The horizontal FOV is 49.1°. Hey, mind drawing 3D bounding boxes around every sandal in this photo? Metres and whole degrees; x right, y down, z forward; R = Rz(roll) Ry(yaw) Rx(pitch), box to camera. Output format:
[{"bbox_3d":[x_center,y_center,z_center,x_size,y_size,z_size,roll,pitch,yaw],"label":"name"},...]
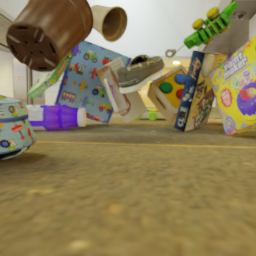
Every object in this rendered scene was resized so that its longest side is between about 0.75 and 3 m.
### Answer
[{"bbox_3d":[-0.454,-0.973,8.292,0.259,1.053,0.428,-21,20,-9],"label":"sandal"}]

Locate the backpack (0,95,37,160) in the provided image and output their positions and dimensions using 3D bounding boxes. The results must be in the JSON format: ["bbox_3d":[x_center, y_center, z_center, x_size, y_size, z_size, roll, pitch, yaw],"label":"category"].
[{"bbox_3d":[-2.190,-0.131,3.747,1.789,1.203,1.633,1,5,-5],"label":"backpack"}]

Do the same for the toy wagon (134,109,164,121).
[{"bbox_3d":[1.368,-0.619,12.850,2.324,0.460,1.803,3,6,31],"label":"toy wagon"}]

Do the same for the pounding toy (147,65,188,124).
[{"bbox_3d":[2.086,-1.115,9.276,2.170,1.907,0.993,-32,-18,-14],"label":"pounding toy"}]

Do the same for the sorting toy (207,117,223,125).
[{"bbox_3d":[3.368,-0.232,10.099,1.013,0.202,1.371,-3,7,24],"label":"sorting toy"}]

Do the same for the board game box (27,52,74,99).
[{"bbox_3d":[-2.418,-1.620,8.646,0.250,1.153,1.714,38,-34,-28],"label":"board game box"}]

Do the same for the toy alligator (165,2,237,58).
[{"bbox_3d":[1.696,-2.135,6.478,1.930,0.572,0.524,-34,34,22],"label":"toy alligator"}]

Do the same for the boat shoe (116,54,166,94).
[{"bbox_3d":[0.435,-1.816,8.458,0.882,0.738,2.469,-5,25,34],"label":"boat shoe"}]

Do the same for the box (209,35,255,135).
[{"bbox_3d":[3.664,-1.101,5.909,2.595,1.644,2.695,-9,-12,-15],"label":"box"}]

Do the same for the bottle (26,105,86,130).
[{"bbox_3d":[-2.342,-0.300,7.927,2.237,0.730,0.934,0,4,1],"label":"bottle"}]

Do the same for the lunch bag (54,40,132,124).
[{"bbox_3d":[-1.330,-1.475,9.899,2.029,2.695,1.268,17,3,-16],"label":"lunch bag"}]

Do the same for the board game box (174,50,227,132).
[{"bbox_3d":[1.978,-0.998,7.632,0.359,2.078,1.408,26,25,35],"label":"board game box"}]

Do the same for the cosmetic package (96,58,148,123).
[{"bbox_3d":[-0.226,-1.209,9.077,0.829,1.900,0.982,-31,12,-6],"label":"cosmetic package"}]

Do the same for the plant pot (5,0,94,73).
[{"bbox_3d":[-1.940,-2.369,6.833,1.738,1.738,1.721,2,49,21],"label":"plant pot"}]

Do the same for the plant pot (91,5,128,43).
[{"bbox_3d":[-0.749,-3.427,8.915,1.016,1.110,1.110,36,26,32],"label":"plant pot"}]
